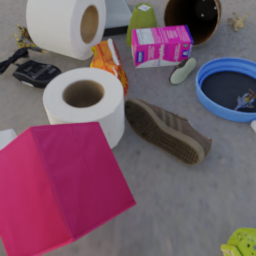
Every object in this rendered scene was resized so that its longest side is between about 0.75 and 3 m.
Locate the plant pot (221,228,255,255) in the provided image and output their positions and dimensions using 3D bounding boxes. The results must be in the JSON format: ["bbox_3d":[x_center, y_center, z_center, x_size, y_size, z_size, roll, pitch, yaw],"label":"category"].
[{"bbox_3d":[2.547,2.719,6.064,0.735,0.806,0.810,-28,76,-14],"label":"plant pot"}]

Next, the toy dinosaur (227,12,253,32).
[{"bbox_3d":[4.976,-4.859,12.735,0.786,0.452,1.554,38,66,9],"label":"toy dinosaur"}]

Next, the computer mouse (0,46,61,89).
[{"bbox_3d":[-3.383,-2.215,10.401,2.760,0.635,1.938,15,49,20],"label":"computer mouse"}]

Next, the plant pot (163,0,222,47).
[{"bbox_3d":[2.965,-4.818,11.718,2.226,2.226,2.382,24,39,19],"label":"plant pot"}]

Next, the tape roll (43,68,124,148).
[{"bbox_3d":[-1.230,-0.489,8.308,2.238,1.537,2.238,0,50,0],"label":"tape roll"}]

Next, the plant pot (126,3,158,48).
[{"bbox_3d":[0.620,-4.184,11.377,1.413,1.510,1.413,0,50,0],"label":"plant pot"}]

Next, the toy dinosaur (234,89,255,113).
[{"bbox_3d":[3.855,-0.765,9.241,0.946,1.043,0.548,-45,70,9],"label":"toy dinosaur"}]

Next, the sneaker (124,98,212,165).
[{"bbox_3d":[1.160,-0.005,8.460,2.920,1.028,1.103,39,43,22],"label":"sneaker"}]

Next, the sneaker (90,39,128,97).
[{"bbox_3d":[-0.722,-2.024,10.101,1.151,1.089,2.985,-23,46,7],"label":"sneaker"}]

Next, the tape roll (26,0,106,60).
[{"bbox_3d":[-2.222,-4.081,10.539,1.833,2.669,2.669,20,53,16],"label":"tape roll"}]

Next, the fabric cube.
[{"bbox_3d":[-1.395,1.201,5.665,1.993,1.955,1.986,-8,68,-58],"label":"fabric cube"}]

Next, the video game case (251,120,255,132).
[{"bbox_3d":[5.352,0.395,8.401,2.427,0.288,2.209,-13,52,-11],"label":"video game case"}]

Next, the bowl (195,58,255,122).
[{"bbox_3d":[3.735,-1.348,9.654,2.840,0.557,2.840,0,51,0],"label":"bowl"}]

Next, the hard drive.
[{"bbox_3d":[-0.798,-5.167,12.884,1.840,0.434,2.636,-12,51,-10],"label":"hard drive"}]

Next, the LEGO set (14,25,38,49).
[{"bbox_3d":[-4.158,-4.040,11.658,1.180,0.889,1.535,-2,51,-1],"label":"LEGO set"}]

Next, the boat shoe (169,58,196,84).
[{"bbox_3d":[1.950,-2.091,10.372,1.376,0.503,0.431,-46,32,-22],"label":"boat shoe"}]

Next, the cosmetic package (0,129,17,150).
[{"bbox_3d":[-3.981,0.793,7.610,1.991,1.012,0.737,-13,52,-9],"label":"cosmetic package"}]

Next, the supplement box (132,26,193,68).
[{"bbox_3d":[1.251,-3.106,10.756,2.135,1.081,1.104,-5,53,-3],"label":"supplement box"}]
